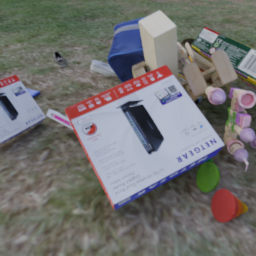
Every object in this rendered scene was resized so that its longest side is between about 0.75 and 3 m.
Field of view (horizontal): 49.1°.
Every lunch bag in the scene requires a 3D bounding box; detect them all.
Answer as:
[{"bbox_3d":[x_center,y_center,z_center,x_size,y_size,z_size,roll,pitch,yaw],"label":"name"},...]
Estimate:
[{"bbox_3d":[0.537,-2.496,9.912,1.740,2.561,1.694,-2,63,22],"label":"lunch bag"}]

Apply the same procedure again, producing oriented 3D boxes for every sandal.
[{"bbox_3d":[3.257,-3.509,13.066,2.888,0.788,1.180,-22,72,-49],"label":"sandal"}]

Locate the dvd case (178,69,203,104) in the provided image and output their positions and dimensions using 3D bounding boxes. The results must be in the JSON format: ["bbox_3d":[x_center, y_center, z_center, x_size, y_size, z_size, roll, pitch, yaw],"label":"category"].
[{"bbox_3d":[2.341,-1.724,11.012,1.735,0.213,2.432,19,39,25],"label":"dvd case"}]

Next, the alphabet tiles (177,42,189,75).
[{"bbox_3d":[1.960,-2.242,9.905,0.110,1.500,1.468,-24,47,-2],"label":"alphabet tiles"}]

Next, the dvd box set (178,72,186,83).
[{"bbox_3d":[1.409,-1.391,9.292,0.788,1.076,0.158,33,30,5],"label":"dvd box set"}]

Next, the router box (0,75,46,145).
[{"bbox_3d":[-3.543,-0.522,8.059,0.435,1.598,1.781,-30,7,42],"label":"router box"}]

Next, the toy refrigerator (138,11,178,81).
[{"bbox_3d":[0.925,-2.085,7.844,0.736,2.103,0.798,-29,58,-6],"label":"toy refrigerator"}]

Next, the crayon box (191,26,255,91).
[{"bbox_3d":[3.814,-1.980,9.130,2.466,0.833,2.858,17,23,-45],"label":"crayon box"}]

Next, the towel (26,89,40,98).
[{"bbox_3d":[-3.968,-1.287,10.441,1.150,0.137,0.833,15,36,21],"label":"towel"}]

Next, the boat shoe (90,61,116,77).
[{"bbox_3d":[-0.878,-2.339,11.603,1.389,0.456,0.500,17,32,-12],"label":"boat shoe"}]

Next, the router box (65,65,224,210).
[{"bbox_3d":[0.328,0.098,6.494,2.759,0.674,2.476,-26,67,-13],"label":"router box"}]

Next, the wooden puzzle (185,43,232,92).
[{"bbox_3d":[2.945,-2.244,10.499,2.040,0.380,1.887,34,27,-16],"label":"wooden puzzle"}]

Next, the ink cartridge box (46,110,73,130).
[{"bbox_3d":[-1.696,-0.137,8.165,1.327,0.246,0.628,26,-1,0],"label":"ink cartridge box"}]

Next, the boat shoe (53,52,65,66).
[{"bbox_3d":[-3.261,-3.228,13.111,0.417,0.355,1.247,-15,37,-21],"label":"boat shoe"}]

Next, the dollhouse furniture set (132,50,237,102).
[{"bbox_3d":[1.572,-1.510,8.601,2.487,1.618,2.284,-24,-4,1],"label":"dollhouse furniture set"}]

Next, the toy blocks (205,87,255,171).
[{"bbox_3d":[2.836,-0.086,6.807,1.897,1.773,1.597,3,17,2],"label":"toy blocks"}]

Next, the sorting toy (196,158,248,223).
[{"bbox_3d":[2.093,1.268,6.409,0.698,0.703,2.028,14,31,-22],"label":"sorting toy"}]
